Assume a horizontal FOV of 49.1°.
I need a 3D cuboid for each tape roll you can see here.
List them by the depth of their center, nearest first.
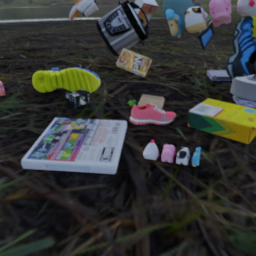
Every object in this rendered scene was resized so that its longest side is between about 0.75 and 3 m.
[{"bbox_3d":[5.292,-1.659,11.450,2.027,0.670,2.027,2,23,-1],"label":"tape roll"}]

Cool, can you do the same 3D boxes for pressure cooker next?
[{"bbox_3d":[-0.116,-3.341,9.298,1.565,1.377,1.398,-28,43,13],"label":"pressure cooker"}]

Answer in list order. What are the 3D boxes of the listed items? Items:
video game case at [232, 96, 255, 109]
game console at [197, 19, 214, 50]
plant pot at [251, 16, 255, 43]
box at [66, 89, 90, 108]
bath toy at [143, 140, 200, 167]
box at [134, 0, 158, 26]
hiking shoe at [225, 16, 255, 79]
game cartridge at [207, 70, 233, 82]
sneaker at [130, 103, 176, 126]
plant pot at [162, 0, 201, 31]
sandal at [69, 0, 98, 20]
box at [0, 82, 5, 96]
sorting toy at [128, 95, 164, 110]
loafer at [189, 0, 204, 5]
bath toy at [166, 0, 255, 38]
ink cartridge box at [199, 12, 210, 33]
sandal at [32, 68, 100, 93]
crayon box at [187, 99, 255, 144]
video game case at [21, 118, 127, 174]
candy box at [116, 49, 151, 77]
[{"bbox_3d":[4.638,-0.977,10.840,0.925,0.123,1.295,4,27,8],"label":"video game case"},{"bbox_3d":[3.368,-3.930,11.449,1.101,0.641,0.969,-56,13,-21],"label":"game console"},{"bbox_3d":[5.252,-3.611,9.287,2.306,2.103,2.317,-35,32,23],"label":"plant pot"},{"bbox_3d":[-1.909,-1.129,10.739,0.760,0.473,0.565,-23,34,-39],"label":"box"},{"bbox_3d":[1.094,0.633,7.101,1.405,0.519,0.611,7,-7,13],"label":"bath toy"},{"bbox_3d":[0.596,-4.760,11.380,0.751,0.986,0.524,-5,60,-33],"label":"box"},{"bbox_3d":[2.827,-1.886,6.586,0.689,1.589,0.591,8,-9,39],"label":"hiking shoe"},{"bbox_3d":[4.943,-2.587,13.938,1.823,0.350,1.181,1,22,2],"label":"game cartridge"},{"bbox_3d":[0.840,-0.479,9.179,1.566,0.679,0.577,-3,26,-8],"label":"sneaker"},{"bbox_3d":[1.778,-4.148,9.369,1.085,1.611,1.611,16,29,15],"label":"plant pot"},{"bbox_3d":[-1.105,-4.126,9.014,2.019,0.579,0.774,-42,15,17],"label":"sandal"},{"bbox_3d":[-5.720,-1.736,11.893,0.598,0.551,1.165,-17,31,-31],"label":"box"},{"bbox_3d":[0.683,-0.979,10.752,1.330,0.196,0.983,8,32,9],"label":"sorting toy"},{"bbox_3d":[1.337,-2.612,5.221,0.454,0.397,1.263,-26,40,30],"label":"loafer"},{"bbox_3d":[2.213,-3.006,7.151,2.377,0.878,1.033,-11,46,19],"label":"bath toy"},{"bbox_3d":[3.079,-5.004,12.731,1.104,0.800,0.464,21,22,-37],"label":"ink cartridge box"},{"bbox_3d":[-2.565,-2.125,12.119,2.931,1.165,1.276,8,23,12],"label":"sandal"},{"bbox_3d":[3.243,-0.228,8.755,2.323,0.590,1.475,19,32,35],"label":"crayon box"},{"bbox_3d":[-1.324,0.400,7.838,2.336,0.295,2.564,3,27,5],"label":"video game case"},{"bbox_3d":[0.174,-1.978,8.521,0.941,0.543,0.260,23,-5,10],"label":"candy box"}]
